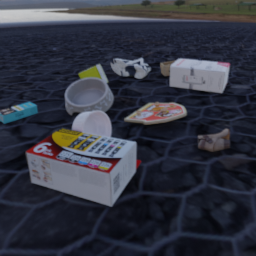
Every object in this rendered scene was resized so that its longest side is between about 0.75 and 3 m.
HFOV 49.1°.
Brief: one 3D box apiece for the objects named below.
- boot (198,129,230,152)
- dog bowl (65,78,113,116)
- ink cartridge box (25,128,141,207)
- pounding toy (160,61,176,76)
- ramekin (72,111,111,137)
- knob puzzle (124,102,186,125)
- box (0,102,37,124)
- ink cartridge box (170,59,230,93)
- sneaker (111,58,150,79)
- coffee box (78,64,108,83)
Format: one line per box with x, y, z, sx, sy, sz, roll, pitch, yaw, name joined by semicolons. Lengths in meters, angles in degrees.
2.745;0.351;9.011;0.982;0.472;1.343;1;20;17;boot
-1.633;-1.281;11.373;2.020;0.592;2.020;-5;48;6;dog bowl
-1.054;0.795;7.471;2.364;0.991;2.076;10;27;20;ink cartridge box
2.565;-3.318;16.113;1.177;0.837;1.083;-10;24;-2;pounding toy
-1.149;0.075;8.688;0.605;1.240;1.240;3;23;39;ramekin
1.204;-0.659;10.631;2.348;0.326;2.348;-9;20;3;knob puzzle
-4.351;-0.611;11.008;0.579;0.346;1.408;23;34;38;box
3.662;-2.729;14.371;2.666;1.103;1.953;11;29;22;ink cartridge box
0.262;-3.579;16.315;2.308;0.921;1.502;15;29;27;sneaker
-1.655;-2.392;13.417;0.967;0.969;0.958;-21;14;12;coffee box
